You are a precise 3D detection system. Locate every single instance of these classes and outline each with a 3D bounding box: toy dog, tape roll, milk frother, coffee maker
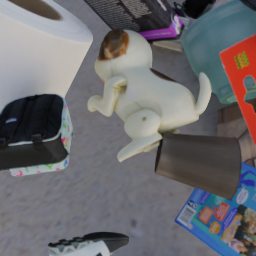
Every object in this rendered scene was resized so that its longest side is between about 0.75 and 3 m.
[{"bbox_3d":[0.190,-0.847,5.702,2.332,1.678,2.405,-37,78,35],"label":"toy dog"},{"bbox_3d":[-2.295,-1.549,5.275,2.782,2.782,1.910,35,115,6],"label":"tape roll"},{"bbox_3d":[1.013,-3.178,7.862,1.570,1.669,1.507,14,76,2],"label":"milk frother"},{"bbox_3d":[1.667,-2.968,6.353,0.873,0.908,0.612,-15,75,-24],"label":"coffee maker"}]

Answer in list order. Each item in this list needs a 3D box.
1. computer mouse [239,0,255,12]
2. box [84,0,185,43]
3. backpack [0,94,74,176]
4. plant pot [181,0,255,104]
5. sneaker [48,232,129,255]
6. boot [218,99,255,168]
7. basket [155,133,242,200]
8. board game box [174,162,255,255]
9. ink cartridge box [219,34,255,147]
[{"bbox_3d":[1.928,-2.727,5.361,2.329,0.683,0.396,26,97,7],"label":"computer mouse"},{"bbox_3d":[-0.122,-2.537,5.499,1.623,2.271,0.410,14,74,47],"label":"box"},{"bbox_3d":[-1.347,0.054,4.078,1.084,0.919,1.221,-8,44,-1],"label":"backpack"},{"bbox_3d":[2.927,-1.710,7.016,2.776,2.776,1.860,-12,81,-2],"label":"plant pot"},{"bbox_3d":[-0.710,2.412,5.325,1.574,0.583,0.696,-2,84,-24],"label":"sneaker"},{"bbox_3d":[3.777,0.191,7.661,2.868,1.007,2.096,-17,86,-2],"label":"boot"},{"bbox_3d":[1.273,0.625,5.347,1.412,0.960,1.273,11,54,1],"label":"basket"},{"bbox_3d":[2.460,1.819,5.622,2.514,0.566,1.912,28,80,46],"label":"board game box"},{"bbox_3d":[3.286,-0.964,4.822,2.728,0.684,2.212,-27,111,8],"label":"ink cartridge box"}]
